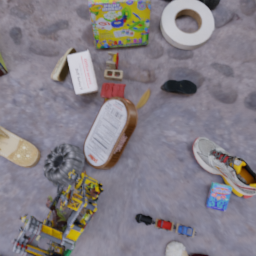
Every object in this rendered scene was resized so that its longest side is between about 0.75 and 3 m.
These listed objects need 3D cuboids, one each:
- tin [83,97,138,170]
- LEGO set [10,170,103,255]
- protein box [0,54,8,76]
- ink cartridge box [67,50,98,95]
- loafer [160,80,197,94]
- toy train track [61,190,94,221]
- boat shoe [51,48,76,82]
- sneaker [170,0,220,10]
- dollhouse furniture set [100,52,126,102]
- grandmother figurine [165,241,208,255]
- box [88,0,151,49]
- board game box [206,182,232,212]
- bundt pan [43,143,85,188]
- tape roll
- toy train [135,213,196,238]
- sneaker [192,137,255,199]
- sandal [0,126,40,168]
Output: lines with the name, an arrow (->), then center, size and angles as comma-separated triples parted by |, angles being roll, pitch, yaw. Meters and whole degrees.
tin -> -0.586, 0.169, 8.459 | 1.311, 0.490, 2.341 | 37, 106, 40
LEGO set -> -1.903, 2.151, 7.196 | 1.466, 1.946, 2.530 | 30, 106, -16
protein box -> -5.614, -2.579, 9.622 | 1.972, 1.330, 1.957 | -25, 72, -9
ink cartridge box -> -1.398, -1.671, 8.767 | 0.690, 2.049, 1.200 | -13, 96, -5
loafer -> 1.716, -1.374, 9.466 | 1.330, 0.481, 0.484 | 6, 85, -25
toy train track -> -1.540, 2.335, 8.401 | 1.258, 0.205, 0.722 | 36, 71, 17
boat shoe -> -2.296, -2.284, 9.960 | 0.461, 0.512, 1.418 | 11, 67, 25
sneaker -> 2.408, -5.465, 10.938 | 2.571, 0.976, 1.167 | 22, 62, 4
dollhouse furniture set -> -0.403, -1.508, 9.461 | 0.759, 1.004, 1.866 | 6, 64, 2
grandmother figurine -> 1.948, 4.055, 7.603 | 2.314, 0.701, 1.403 | 41, 47, 16
box -> -0.296, -3.927, 9.732 | 1.980, 1.907, 1.208 | -5, 61, -2
board game box -> 2.703, 2.052, 8.350 | 0.581, 0.172, 0.764 | 12, 96, 1
bundt pan -> -2.006, 1.062, 8.403 | 1.385, 0.520, 1.385 | -17, 54, 25
tape roll -> 2.209, -3.895, 10.486 | 2.004, 0.366, 2.004 | 1, 77, -3
toy train -> 1.058, 2.746, 7.925 | 1.773, 0.406, 0.302 | 13, 67, 8
sneaker -> 3.013, 1.051, 8.437 | 2.354, 0.967, 0.916 | 39, 64, 12
sandal -> -4.281, 0.331, 8.729 | 3.103, 1.021, 1.138 | 20, 71, 7
